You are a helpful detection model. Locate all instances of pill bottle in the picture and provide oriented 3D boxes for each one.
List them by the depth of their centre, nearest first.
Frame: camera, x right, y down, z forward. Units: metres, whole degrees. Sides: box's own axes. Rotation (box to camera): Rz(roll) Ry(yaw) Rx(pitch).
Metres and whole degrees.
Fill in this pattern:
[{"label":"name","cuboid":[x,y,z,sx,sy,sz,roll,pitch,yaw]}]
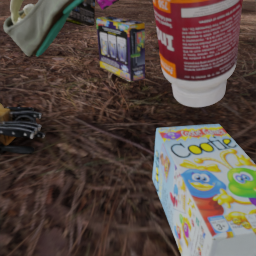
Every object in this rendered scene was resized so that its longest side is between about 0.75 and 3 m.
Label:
[{"label":"pill bottle","cuboid":[1.146,-1.507,4.643,1.304,2.309,1.304,-8,44,8]}]

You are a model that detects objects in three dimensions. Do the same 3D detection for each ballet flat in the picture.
[{"label":"ballet flat","cuboid":[-0.873,-1.655,3.340,2.454,0.782,0.827,-21,32,46]}]

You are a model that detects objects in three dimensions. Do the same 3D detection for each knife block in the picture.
[{"label":"knife block","cuboid":[-3.118,0.115,6.089,2.354,0.753,2.067,-20,34,-32]}]

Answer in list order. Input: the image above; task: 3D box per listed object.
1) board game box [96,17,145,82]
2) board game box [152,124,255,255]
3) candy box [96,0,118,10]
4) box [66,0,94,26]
[{"label":"board game box","cuboid":[-0.193,-1.955,6.823,0.439,1.280,1.549,-20,34,-27]},{"label":"board game box","cuboid":[1.216,1.003,4.129,1.160,1.181,2.252,-4,31,-9]},{"label":"candy box","cuboid":[-0.331,-3.943,7.137,1.673,1.141,0.510,-14,40,39]},{"label":"box","cuboid":[-1.749,-4.636,9.014,0.574,2.332,2.414,4,15,16]}]
